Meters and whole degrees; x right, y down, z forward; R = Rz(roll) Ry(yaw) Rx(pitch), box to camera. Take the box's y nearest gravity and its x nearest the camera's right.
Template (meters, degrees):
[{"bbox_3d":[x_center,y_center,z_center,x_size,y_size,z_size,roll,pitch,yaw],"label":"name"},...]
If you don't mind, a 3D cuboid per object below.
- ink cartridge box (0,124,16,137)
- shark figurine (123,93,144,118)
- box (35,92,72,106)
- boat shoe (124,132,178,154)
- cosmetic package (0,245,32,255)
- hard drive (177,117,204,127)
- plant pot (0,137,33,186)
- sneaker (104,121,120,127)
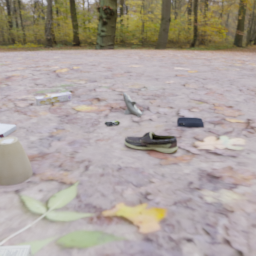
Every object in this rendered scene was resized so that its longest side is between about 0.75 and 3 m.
[{"bbox_3d":[-6.017,0.163,12.754,1.253,0.276,1.277,5,24,14],"label":"ink cartridge box"},{"bbox_3d":[0.226,-0.912,15.244,0.843,1.206,2.019,-32,48,-11],"label":"shark figurine"},{"bbox_3d":[-4.669,-1.838,17.626,2.249,0.466,0.435,-15,26,-35],"label":"box"},{"bbox_3d":[0.909,0.488,11.290,2.206,0.715,0.808,6,22,15],"label":"boat shoe"},{"bbox_3d":[-2.804,2.835,5.426,1.684,0.599,0.886,-1,21,-2],"label":"cosmetic package"},{"bbox_3d":[3.077,-0.287,13.894,1.273,0.270,0.859,3,21,6],"label":"hard drive"},{"bbox_3d":[-3.838,1.000,9.179,1.224,1.307,1.224,1,21,0],"label":"plant pot"},{"bbox_3d":[-0.814,-0.228,13.816,0.775,0.286,0.314,-2,13,-25],"label":"sneaker"}]
